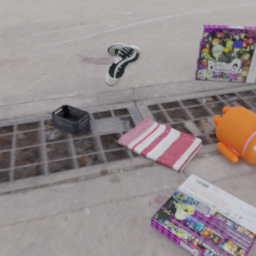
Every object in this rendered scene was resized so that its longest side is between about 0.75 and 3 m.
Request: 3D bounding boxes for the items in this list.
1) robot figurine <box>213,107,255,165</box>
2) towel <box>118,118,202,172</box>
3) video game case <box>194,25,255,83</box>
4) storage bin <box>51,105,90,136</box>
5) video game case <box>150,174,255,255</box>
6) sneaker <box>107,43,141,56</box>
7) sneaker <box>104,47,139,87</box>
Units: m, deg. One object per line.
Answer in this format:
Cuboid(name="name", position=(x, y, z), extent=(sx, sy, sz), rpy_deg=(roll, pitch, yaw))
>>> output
Cuboid(name="robot figurine", position=(4.058, 0.232, 9.489), extent=(1.819, 1.475, 2.530), rpy_deg=(-12, 38, -26))
Cuboid(name="towel", position=(1.165, 0.513, 10.118), extent=(2.547, 0.290, 1.834), rpy_deg=(23, 43, 28))
Cuboid(name="video game case", position=(4.936, -3.569, 13.696), extent=(2.987, 2.707, 0.535), rpy_deg=(5, 36, 6))
Cuboid(name="storage bin", position=(-2.250, -0.323, 10.991), extent=(1.316, 0.617, 0.890), rpy_deg=(19, 40, 25))
Cuboid(name="video game case", position=(2.119, 2.422, 7.348), extent=(2.322, 0.416, 2.104), rpy_deg=(26, 43, 31))
Cuboid(name="sneaker", position=(-0.278, -4.590, 16.805), extent=(2.029, 0.750, 0.804), rpy_deg=(7, 41, 9))
Cuboid(name="sneaker", position=(-0.344, -2.663, 12.099), extent=(0.856, 0.928, 2.321), rpy_deg=(38, 55, -2))
